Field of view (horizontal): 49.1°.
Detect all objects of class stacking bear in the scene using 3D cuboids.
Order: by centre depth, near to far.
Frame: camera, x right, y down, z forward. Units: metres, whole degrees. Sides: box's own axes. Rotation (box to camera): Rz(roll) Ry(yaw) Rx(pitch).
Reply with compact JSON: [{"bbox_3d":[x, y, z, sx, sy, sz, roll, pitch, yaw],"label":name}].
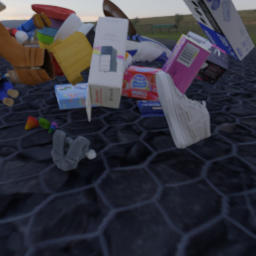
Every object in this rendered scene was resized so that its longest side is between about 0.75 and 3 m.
[{"bbox_3d":[-2.969,-3.414,11.301,1.621,2.670,1.518,16,28,6],"label":"stacking bear"}]

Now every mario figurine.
[{"bbox_3d":[-3.065,-2.703,8.406,1.739,0.922,1.074,-19,-17,26],"label":"mario figurine"}]

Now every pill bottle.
[{"bbox_3d":[-1.208,-2.648,9.658,2.452,1.427,1.427,36,16,-14],"label":"pill bottle"}]

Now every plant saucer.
[{"bbox_3d":[-0.325,-3.212,8.379,0.254,1.391,1.391,-47,30,0],"label":"plant saucer"}]

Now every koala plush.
[{"bbox_3d":[-1.525,0.660,8.013,1.017,1.054,1.147,15,4,17],"label":"koala plush"}]

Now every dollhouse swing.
[{"bbox_3d":[-1.620,-2.181,8.727,1.116,1.270,1.154,-31,1,-2],"label":"dollhouse swing"}]

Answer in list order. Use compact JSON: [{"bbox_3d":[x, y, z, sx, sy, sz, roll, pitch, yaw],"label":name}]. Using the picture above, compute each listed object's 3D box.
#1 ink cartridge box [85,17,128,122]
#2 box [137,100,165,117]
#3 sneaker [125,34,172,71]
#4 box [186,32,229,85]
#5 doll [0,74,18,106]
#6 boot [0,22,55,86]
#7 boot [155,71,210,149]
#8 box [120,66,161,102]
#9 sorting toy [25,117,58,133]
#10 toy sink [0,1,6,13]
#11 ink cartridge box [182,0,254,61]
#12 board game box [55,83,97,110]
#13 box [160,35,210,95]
[{"bbox_3d":[-0.534,-1.442,7.338,0.815,2.420,1.417,7,-16,-2],"label":"ink cartridge box"},{"bbox_3d":[1.026,-0.906,12.691,1.037,0.277,1.711,-2,23,-6],"label":"box"},{"bbox_3d":[0.140,-2.919,11.217,2.899,1.674,1.171,15,15,-26],"label":"sneaker"},{"bbox_3d":[3.167,-2.991,12.027,1.992,1.143,1.316,24,56,-7],"label":"box"},{"bbox_3d":[-3.136,-0.957,7.003,0.293,0.826,1.210,25,10,-46],"label":"doll"},{"bbox_3d":[-2.632,-1.873,6.943,1.374,1.770,0.679,2,29,29],"label":"boot"},{"bbox_3d":[1.272,-0.491,6.311,0.897,1.877,0.690,-21,23,-2],"label":"boot"},{"bbox_3d":[0.938,-2.363,14.791,2.912,1.452,1.390,14,25,31],"label":"box"},{"bbox_3d":[-3.284,-0.033,10.370,1.454,0.504,0.501,9,46,27],"label":"sorting toy"},{"bbox_3d":[-4.159,-3.228,8.062,1.126,0.631,0.734,-18,-22,21],"label":"toy sink"},{"bbox_3d":[1.847,-2.372,5.949,2.209,0.488,1.038,30,18,-45],"label":"ink cartridge box"},{"bbox_3d":[-2.498,-1.692,14.311,2.237,0.541,2.958,-6,22,-16],"label":"board game box"},{"bbox_3d":[1.943,-2.296,10.013,0.931,1.693,1.925,29,23,-5],"label":"box"}]
